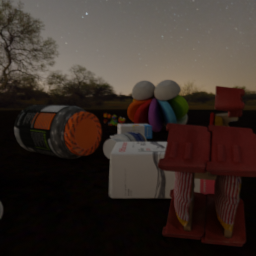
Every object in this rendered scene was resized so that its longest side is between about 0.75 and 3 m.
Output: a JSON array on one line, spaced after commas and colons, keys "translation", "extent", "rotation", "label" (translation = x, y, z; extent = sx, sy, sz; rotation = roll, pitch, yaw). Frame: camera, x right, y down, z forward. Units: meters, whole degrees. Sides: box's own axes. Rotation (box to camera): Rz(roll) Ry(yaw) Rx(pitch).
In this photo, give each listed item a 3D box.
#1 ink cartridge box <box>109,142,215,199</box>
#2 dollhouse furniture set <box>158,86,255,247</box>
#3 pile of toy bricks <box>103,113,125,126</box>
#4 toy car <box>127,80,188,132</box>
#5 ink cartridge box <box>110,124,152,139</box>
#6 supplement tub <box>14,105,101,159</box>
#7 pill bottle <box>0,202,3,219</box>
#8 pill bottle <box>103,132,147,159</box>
[{"translation": [0.595, 0.664, 4.722], "extent": [1.746, 0.723, 1.279], "rotation": [0, 6, 2], "label": "ink cartridge box"}, {"translation": [0.974, 0.199, 3.415], "extent": [0.850, 1.124, 2.089], "rotation": [4, 35, 16], "label": "dollhouse furniture set"}, {"translation": [-0.882, -0.343, 16.317], "extent": [1.296, 0.719, 0.640], "rotation": [16, 34, -1], "label": "pile of toy bricks"}, {"translation": [1.307, -0.767, 13.322], "extent": [2.932, 2.566, 2.199], "rotation": [4, 41, 31], "label": "toy car"}, {"translation": [0.087, 0.135, 11.139], "extent": [1.567, 0.532, 0.902], "rotation": [-1, 6, -10], "label": "ink cartridge box"}, {"translation": [-1.863, 0.082, 7.442], "extent": [2.225, 1.363, 1.363], "rotation": [6, 8, 38], "label": "supplement tub"}, {"translation": [-1.869, 0.946, 3.421], "extent": [0.433, 0.433, 0.777], "rotation": [-5, 6, -41], "label": "pill bottle"}, {"translation": [-0.075, 0.463, 7.062], "extent": [0.667, 0.667, 1.202], "rotation": [4, 6, 32], "label": "pill bottle"}]
